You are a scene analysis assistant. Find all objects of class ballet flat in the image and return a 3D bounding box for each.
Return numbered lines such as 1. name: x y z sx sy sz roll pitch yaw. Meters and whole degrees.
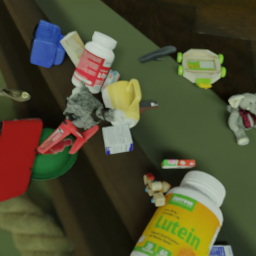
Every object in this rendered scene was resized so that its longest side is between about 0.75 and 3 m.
1. ballet flat: -4.498 -1.346 11.020 1.354 0.314 0.456 14 53 11

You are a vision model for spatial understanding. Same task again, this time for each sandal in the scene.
1. sandal: 1.312 -3.134 12.126 1.622 0.347 0.617 -13 35 22

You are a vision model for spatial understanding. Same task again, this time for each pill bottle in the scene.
1. pill bottle: 1.408 2.545 7.145 1.591 1.591 2.865 26 56 19
2. pill bottle: -1.244 -2.454 10.583 1.165 2.075 1.165 23 22 -10

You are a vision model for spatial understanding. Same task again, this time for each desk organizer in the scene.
1. desk organizer: 0.718 -0.785 10.580 0.811 0.312 0.291 -6 52 -5

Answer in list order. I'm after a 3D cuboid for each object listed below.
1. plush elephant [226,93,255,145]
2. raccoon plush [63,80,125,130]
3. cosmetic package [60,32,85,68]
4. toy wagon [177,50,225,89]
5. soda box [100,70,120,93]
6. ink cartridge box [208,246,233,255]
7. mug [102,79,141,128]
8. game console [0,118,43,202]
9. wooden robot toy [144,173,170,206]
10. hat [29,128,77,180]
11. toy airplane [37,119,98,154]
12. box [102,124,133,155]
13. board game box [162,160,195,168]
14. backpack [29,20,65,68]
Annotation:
1. plush elephant: 4.173 -0.566 9.728 1.465 1.377 1.779 -17 54 -13
2. raccoon plush: -0.820 -0.613 7.452 1.832 0.886 1.227 13 47 11
3. cosmetic package: -2.188 -3.290 11.871 0.477 1.342 0.706 0 45 40
4. toy wagon: 3.057 -2.436 11.777 1.905 0.486 2.456 3 53 3
5. soda box: -0.677 -1.678 10.569 0.303 0.326 0.954 17 78 30
6. ink cartridge box: 2.284 3.542 7.255 0.915 0.215 0.905 1 49 -1
7. mug: -0.203 -0.794 9.844 1.332 1.664 1.366 -10 61 -1
8. game console: -3.830 0.751 7.549 2.199 2.551 1.514 18 15 -3
9. wooden robot toy: 0.846 1.562 7.536 0.643 0.624 1.417 -6 10 -8
10. hat: -2.625 0.246 8.592 2.453 2.160 2.032 1 52 1
11. toy airplane: -1.491 0.044 7.743 2.202 0.405 2.202 -31 28 18
12. box: -0.365 0.391 9.548 0.917 0.481 0.844 -8 52 -6
13. board game box: 1.500 1.105 8.492 0.893 0.683 0.180 0 77 0
14. backpack: -3.479 -3.629 12.170 1.484 1.437 1.768 13 46 -26
